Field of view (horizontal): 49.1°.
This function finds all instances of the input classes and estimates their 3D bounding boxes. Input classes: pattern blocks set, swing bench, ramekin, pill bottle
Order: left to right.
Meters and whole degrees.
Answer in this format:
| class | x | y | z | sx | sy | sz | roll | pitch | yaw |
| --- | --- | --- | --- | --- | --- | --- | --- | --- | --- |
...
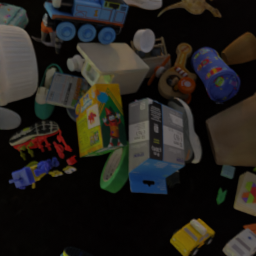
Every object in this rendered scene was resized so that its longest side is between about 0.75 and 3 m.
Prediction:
| class | x | y | z | sx | sy | sz | roll | pitch | yaw |
| --- | --- | --- | --- | --- | --- | --- | --- | --- | --- |
| ramekin | -4.249 | -2.292 | 10.041 | 1.353 | 2.906 | 2.906 | -14 | 61 | -30 |
| pill bottle | -1.822 | -2.632 | 11.288 | 1.191 | 0.664 | 0.664 | -23 | 62 | -38 |
| ramekin | 0.600 | -3.380 | 10.849 | 0.418 | 0.857 | 0.857 | 25 | 62 | 41 |
| swing bench | 0.896 | -2.828 | 11.467 | 1.393 | 0.908 | 1.400 | -11 | 62 | -7 |
| pattern blocks set | 4.344 | 2.290 | 9.089 | 2.842 | 0.230 | 2.498 | 11 | 62 | 6 |

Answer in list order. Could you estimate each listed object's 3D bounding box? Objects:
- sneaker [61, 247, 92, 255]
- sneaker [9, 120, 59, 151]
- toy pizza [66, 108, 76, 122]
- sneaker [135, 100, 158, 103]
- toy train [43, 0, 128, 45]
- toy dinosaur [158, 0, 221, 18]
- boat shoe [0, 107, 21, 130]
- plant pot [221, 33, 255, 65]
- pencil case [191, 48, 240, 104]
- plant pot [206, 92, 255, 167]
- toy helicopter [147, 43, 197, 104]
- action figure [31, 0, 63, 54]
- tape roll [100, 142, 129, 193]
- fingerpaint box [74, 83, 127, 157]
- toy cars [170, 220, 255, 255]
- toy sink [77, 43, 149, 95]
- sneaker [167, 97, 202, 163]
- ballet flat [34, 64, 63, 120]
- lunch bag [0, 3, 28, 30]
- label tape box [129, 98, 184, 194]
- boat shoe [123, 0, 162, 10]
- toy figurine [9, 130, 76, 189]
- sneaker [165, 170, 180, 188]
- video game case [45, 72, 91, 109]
| class | x | y | z | sx | sy | sz | roll | pitch | yaw |
| --- | --- | --- | --- | --- | --- | --- | --- | --- | --- |
| sneaker | -0.758 | 4.342 | 7.721 | 2.748 | 0.906 | 1.077 | 21 | 83 | 8 |
| sneaker | -3.185 | 0.317 | 9.768 | 1.807 | 0.767 | 0.696 | -18 | 44 | 7 |
| toy pizza | -1.389 | -0.872 | 10.743 | 1.935 | 0.307 | 1.935 | 1 | 60 | -1 |
| sneaker | 0.981 | -0.168 | 10.026 | 0.988 | 0.911 | 2.240 | -16 | 64 | -7 |
| toy train | -1.423 | -3.844 | 9.517 | 2.809 | 1.605 | 1.217 | -4 | 42 | -29 |
| toy dinosaur | 2.934 | -5.855 | 13.124 | 2.984 | 0.868 | 1.509 | 5 | 63 | 2 |
| boat shoe | -5.147 | -0.536 | 10.341 | 2.410 | 0.843 | 0.799 | 5 | 29 | -5 |
| plant pot | 4.553 | -3.144 | 11.607 | 1.243 | 1.158 | 1.158 | -24 | 64 | 2 |
| pencil case | 3.160 | -1.999 | 10.281 | 1.250 | 1.123 | 2.877 | 33 | 26 | -21 |
| plant pot | 3.834 | 0.206 | 9.121 | 2.265 | 2.610 | 2.610 | -13 | 61 | 11 |
| toy helicopter | 1.847 | -2.275 | 11.015 | 1.767 | 1.054 | 2.672 | 15 | 66 | 8 |
| action figure | -2.962 | -4.810 | 12.003 | 1.549 | 2.962 | 2.865 | 31 | 93 | -26 |
| tape roll | -0.327 | 1.205 | 8.866 | 0.402 | 1.672 | 1.672 | 27 | 62 | -16 |
| fingerpaint box | -0.941 | -0.151 | 8.930 | 0.834 | 2.275 | 1.898 | -4 | 79 | -26 |
| toy cars | 2.454 | 2.894 | 7.376 | 2.710 | 0.600 | 1.215 | 12 | 29 | -5 |
| toy sink | -0.729 | -2.092 | 10.307 | 2.412 | 1.351 | 1.572 | -17 | 59 | -44 |
| sneaker | 1.764 | 0.033 | 9.794 | 1.014 | 0.945 | 2.558 | -6 | 64 | -11 |
| ballet flat | -3.131 | -1.499 | 10.777 | 0.805 | 0.841 | 2.390 | 6 | 62 | 7 |
| lunch bag | -5.473 | -4.691 | 12.543 | 1.586 | 0.762 | 1.978 | 15 | 63 | 8 |
| label tape box | 0.891 | 0.624 | 8.378 | 0.851 | 1.845 | 2.575 | -16 | 68 | 39 |
| boat shoe | 0.485 | -6.072 | 12.645 | 2.913 | 1.010 | 1.032 | -10 | 49 | -35 |
| toy figurine | -2.904 | 1.133 | 8.072 | 1.523 | 2.543 | 1.341 | -30 | 100 | -52 |
| sneaker | 1.229 | 1.742 | 9.274 | 1.069 | 0.378 | 0.530 | -8 | 57 | -9 |
| video game case | -1.934 | -1.317 | 10.500 | 1.955 | 0.174 | 1.399 | 12 | 59 | -7 |
